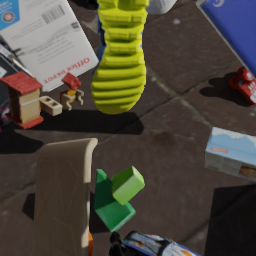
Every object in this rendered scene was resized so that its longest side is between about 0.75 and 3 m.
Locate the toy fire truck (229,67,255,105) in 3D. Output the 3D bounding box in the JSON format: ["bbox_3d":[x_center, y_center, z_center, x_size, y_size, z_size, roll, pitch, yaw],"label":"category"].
[{"bbox_3d":[3.842,-1.427,8.646,1.032,0.689,1.229,46,69,-4],"label":"toy fire truck"}]

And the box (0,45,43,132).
[{"bbox_3d":[-2.427,-0.455,3.895,1.081,1.245,1.884,42,87,21],"label":"box"}]

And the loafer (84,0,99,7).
[{"bbox_3d":[-1.457,-4.953,10.709,1.163,0.395,0.408,29,56,12],"label":"loafer"}]

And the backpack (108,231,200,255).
[{"bbox_3d":[0.379,1.815,3.060,1.192,0.964,1.251,11,98,31],"label":"backpack"}]

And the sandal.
[{"bbox_3d":[-0.188,-1.699,6.035,1.178,2.964,1.290,5,30,-10],"label":"sandal"}]

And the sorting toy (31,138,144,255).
[{"bbox_3d":[-0.731,1.203,3.871,0.419,2.844,2.102,11,78,-34],"label":"sorting toy"}]

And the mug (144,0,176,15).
[{"bbox_3d":[0.522,-3.541,6.465,1.374,1.632,1.861,38,51,26],"label":"mug"}]

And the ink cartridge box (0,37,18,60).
[{"bbox_3d":[-2.618,-1.802,6.404,1.881,0.638,1.083,-17,22,-17],"label":"ink cartridge box"}]

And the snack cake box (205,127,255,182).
[{"bbox_3d":[2.217,0.567,5.028,1.558,0.896,0.523,15,68,21],"label":"snack cake box"}]

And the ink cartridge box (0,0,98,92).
[{"bbox_3d":[-1.509,-1.714,5.106,1.255,1.714,0.736,-28,40,1],"label":"ink cartridge box"}]

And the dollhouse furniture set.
[{"bbox_3d":[-0.984,-0.424,3.341,0.382,0.505,0.938,31,40,25],"label":"dollhouse furniture set"}]

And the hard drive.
[{"bbox_3d":[2.821,-2.233,5.733,1.710,2.591,0.329,-43,32,18],"label":"hard drive"}]
